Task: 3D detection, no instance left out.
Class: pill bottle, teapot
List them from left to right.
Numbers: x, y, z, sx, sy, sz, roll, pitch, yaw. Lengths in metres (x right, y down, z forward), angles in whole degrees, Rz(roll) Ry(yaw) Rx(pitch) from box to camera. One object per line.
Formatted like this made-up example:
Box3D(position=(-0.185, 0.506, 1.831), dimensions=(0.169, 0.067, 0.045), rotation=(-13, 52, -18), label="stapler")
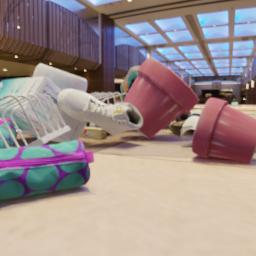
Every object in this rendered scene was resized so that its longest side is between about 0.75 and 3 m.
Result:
Box3D(position=(-2.705, -1.405, 10.808), dimensions=(2.203, 1.609, 2.175), rotation=(14, 9, -35), label="teapot")
Box3D(position=(-1.039, -0.052, 9.957), dimensions=(0.609, 0.609, 1.088), rotation=(-5, 8, -35), label="pill bottle")

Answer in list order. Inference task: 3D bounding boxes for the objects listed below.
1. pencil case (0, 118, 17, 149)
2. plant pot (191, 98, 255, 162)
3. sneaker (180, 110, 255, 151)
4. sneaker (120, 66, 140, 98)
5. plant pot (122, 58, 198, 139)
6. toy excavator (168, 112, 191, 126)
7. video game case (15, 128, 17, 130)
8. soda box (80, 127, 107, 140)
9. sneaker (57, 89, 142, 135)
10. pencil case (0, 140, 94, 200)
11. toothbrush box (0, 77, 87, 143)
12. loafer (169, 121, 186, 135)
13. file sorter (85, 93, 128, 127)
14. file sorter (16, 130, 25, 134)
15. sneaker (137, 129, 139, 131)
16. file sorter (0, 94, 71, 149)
Box3D(position=(-3.093, 0.238, 6.302), dimensions=(0.750, 0.814, 1.762), rotation=(10, 5, -8), label="pencil case")
Box3D(position=(2.158, 0.136, 5.995), dimensions=(1.188, 1.328, 1.328), rotation=(20, 15, 25), label="plant pot")
Box3D(position=(2.390, 0.244, 7.298), dimensions=(2.045, 0.781, 0.823), rotation=(19, 55, 34), label="sneaker")
Box3D(position=(0.159, -1.527, 10.925), dimensions=(0.705, 0.789, 1.975), rotation=(-3, -23, -14), label="sneaker")
Box3D(position=(0.816, -0.815, 9.015), dimensions=(2.153, 1.927, 2.153), rotation=(41, 4, -3), label="plant pot")
Box3D(position=(1.341, -0.722, 12.933), dimensions=(2.859, 1.469, 2.941), rotation=(-13, -2, 3), label="toy excavator")
Box3D(position=(-5.039, 0.056, 11.175), dimensions=(0.992, 0.125, 1.090), rotation=(1, 7, 10), label="video game case")
Box3D(position=(-1.163, 0.169, 9.221), dimensions=(0.985, 0.334, 0.315), rotation=(4, 8, 38), label="soda box")
Box3D(position=(-0.619, -0.513, 7.432), dimensions=(2.269, 0.836, 1.311), rotation=(25, -25, -38), label="sneaker")
Box3D(position=(-1.361, 0.567, 3.784), dimensions=(1.671, 0.711, 0.772), rotation=(-4, -23, -33), label="pencil case")
Box3D(position=(-2.651, -0.487, 8.147), dimensions=(2.519, 1.074, 1.844), rotation=(5, -27, 41), label="toothbrush box")
Box3D(position=(2.416, -0.088, 9.933), dimensions=(2.022, 0.682, 0.769), rotation=(4, 7, 31), label="loafer")
Box3D(position=(-0.983, -0.676, 11.239), dimensions=(1.473, 1.322, 2.123), rotation=(-21, 19, -37), label="file sorter")
Box3D(position=(-3.655, -0.227, 10.620), dimensions=(1.314, 0.818, 0.912), rotation=(2, 7, 13), label="file sorter")
Box3D(position=(0.576, -0.104, 11.377), dimensions=(0.422, 0.436, 1.193), rotation=(-4, 16, 5), label="sneaker")
Box3D(position=(-2.153, -0.035, 5.759), dimensions=(1.183, 1.062, 1.705), rotation=(-26, 5, 7), label="file sorter")
